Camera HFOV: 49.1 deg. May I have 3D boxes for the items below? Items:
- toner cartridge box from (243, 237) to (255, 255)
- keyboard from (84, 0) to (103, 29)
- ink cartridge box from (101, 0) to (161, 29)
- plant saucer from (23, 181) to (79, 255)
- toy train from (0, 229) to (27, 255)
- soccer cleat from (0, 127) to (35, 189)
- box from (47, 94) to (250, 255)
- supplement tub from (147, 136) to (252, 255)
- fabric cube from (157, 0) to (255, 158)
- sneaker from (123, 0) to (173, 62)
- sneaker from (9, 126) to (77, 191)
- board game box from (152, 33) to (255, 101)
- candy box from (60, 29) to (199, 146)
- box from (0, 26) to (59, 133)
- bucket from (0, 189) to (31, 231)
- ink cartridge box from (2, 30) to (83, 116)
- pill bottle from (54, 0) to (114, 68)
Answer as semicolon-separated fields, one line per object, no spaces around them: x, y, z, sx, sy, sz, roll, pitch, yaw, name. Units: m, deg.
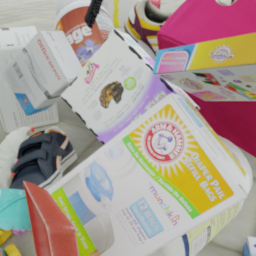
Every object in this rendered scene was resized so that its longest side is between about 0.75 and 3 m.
3.136;2.604;5.152;1.773;0.383;0.842;6;33;9;toner cartridge box
-0.524;-2.300;5.050;0.128;0.998;0.599;23;5;0;keyboard
-0.134;-3.998;9.399;2.321;0.968;1.684;7;33;0;ink cartridge box
-0.630;1.154;2.439;0.224;1.221;1.223;-11;9;-25;plant saucer
-2.038;2.065;5.592;2.199;0.814;2.928;-3;32;-4;toy train
-3.058;0.895;7.477;1.013;0.905;2.613;-17;33;3;soccer cleat
0.157;0.799;3.606;1.314;2.335;1.184;57;19;13;box
1.053;1.367;5.636;2.662;1.930;1.930;-25;40;-33;supplement tub
2.808;-1.496;6.408;2.942;2.952;2.896;37;77;28;fabric cube
1.183;-2.498;8.104;2.782;1.253;1.043;36;56;-8;sneaker
-2.086;0.760;6.474;1.156;1.171;2.949;-23;11;7;sneaker
1.219;-0.610;3.189;1.165;0.307;1.522;17;-7;-40;board game box
-0.007;-0.435;4.659;1.786;1.498;0.639;48;23;8;candy box
-3.720;-1.783;9.701;1.821;2.786;2.772;-13;35;-20;box
-1.875;1.277;4.336;0.895;0.895;0.582;0;72;0;bucket
-1.598;-1.014;5.309;1.402;1.017;0.587;-29;0;35;ink cartridge box
-0.935;-1.997;6.612;1.407;1.407;2.509;-12;66;-18;pill bottle
